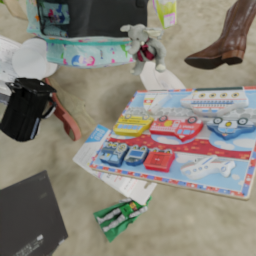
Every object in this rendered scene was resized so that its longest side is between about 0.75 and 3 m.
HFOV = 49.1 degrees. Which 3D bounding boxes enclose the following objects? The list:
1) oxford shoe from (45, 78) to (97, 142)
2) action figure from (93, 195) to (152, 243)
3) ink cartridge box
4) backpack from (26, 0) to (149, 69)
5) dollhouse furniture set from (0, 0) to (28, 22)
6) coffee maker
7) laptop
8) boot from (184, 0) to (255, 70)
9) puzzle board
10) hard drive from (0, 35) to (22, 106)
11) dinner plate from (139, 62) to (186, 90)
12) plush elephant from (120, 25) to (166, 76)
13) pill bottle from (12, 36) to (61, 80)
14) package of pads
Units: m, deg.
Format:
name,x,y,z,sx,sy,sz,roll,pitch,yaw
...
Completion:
name,x,y,z,sx,sy,sz,roll,pitch,yaw
oxford shoe,-1.855,-0.684,8.794,0.921,0.867,2.462,-24,66,-25
action figure,-0.037,2.079,7.016,1.498,0.410,0.885,-26,55,-21
ink cartridge box,-0.182,0.710,5.670,1.651,0.560,0.951,25,73,31
backpack,-1.152,-2.678,7.125,2.903,2.186,2.578,27,31,37
dollhouse furniture set,-3.774,-2.157,6.437,2.606,1.707,1.308,-33,89,19
coffee maker,-1.999,-0.347,5.268,0.738,1.095,1.052,39,22,34
laptop,-1.731,1.703,3.800,1.003,1.620,1.730,-16,93,26
boot,2.300,-2.340,6.915,1.621,0.559,1.739,7,74,43
puzzle board,0.575,0.009,3.357,1.950,0.170,1.470,4,51,37
hard drive,-3.902,-1.896,9.117,1.925,0.521,2.755,18,43,-39
dinner plate,1.293,-1.135,8.423,2.477,0.300,2.477,31,36,-25
plush elephant,0.294,-1.675,5.639,0.901,0.847,1.093,14,87,45
pill bottle,-2.785,-2.423,9.283,1.272,1.272,2.234,7,31,5
package of pads,1.167,-4.176,9.199,0.522,1.532,1.183,-19,67,2
